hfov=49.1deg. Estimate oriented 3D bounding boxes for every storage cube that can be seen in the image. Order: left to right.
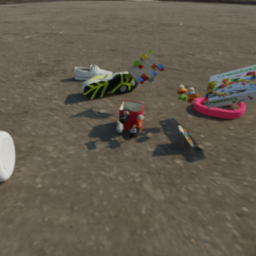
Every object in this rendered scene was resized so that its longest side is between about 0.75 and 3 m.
[{"bbox_3d":[0.110,-0.463,10.753,0.937,0.842,0.801,8,32,8],"label":"storage cube"}]

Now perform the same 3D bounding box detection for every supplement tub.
[{"bbox_3d":[-4.452,0.842,7.975,2.004,1.447,1.447,-2,31,-5],"label":"supplement tub"}]

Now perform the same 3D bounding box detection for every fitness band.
[{"bbox_3d":[3.897,-0.937,12.062,2.103,0.394,1.511,11,35,20],"label":"fitness band"}]

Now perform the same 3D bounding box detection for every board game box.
[{"bbox_3d":[4.111,-1.553,10.233,2.446,0.423,1.544,-10,41,36],"label":"board game box"}]

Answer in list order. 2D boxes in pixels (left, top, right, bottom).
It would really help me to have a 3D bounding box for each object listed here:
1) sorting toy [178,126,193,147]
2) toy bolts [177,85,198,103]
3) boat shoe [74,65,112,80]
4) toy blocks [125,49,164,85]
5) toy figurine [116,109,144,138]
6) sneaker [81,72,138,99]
[{"bbox_3d":[2.008,0.225,9.729,0.141,0.711,0.961,-37,11,14],"label":"sorting toy"},{"bbox_3d":[2.305,-1.317,10.445,0.796,0.578,0.834,-13,-17,40],"label":"toy bolts"},{"bbox_3d":[-1.892,-3.032,15.179,2.091,0.730,0.741,1,31,2],"label":"boat shoe"},{"bbox_3d":[0.774,-2.373,11.727,1.562,0.780,1.068,-43,73,-3],"label":"toy blocks"},{"bbox_3d":[0.054,-0.162,10.039,0.882,0.869,0.614,20,53,-7],"label":"toy figurine"},{"bbox_3d":[-0.865,-2.213,13.483,2.888,1.089,1.103,-11,33,-21],"label":"sneaker"}]
